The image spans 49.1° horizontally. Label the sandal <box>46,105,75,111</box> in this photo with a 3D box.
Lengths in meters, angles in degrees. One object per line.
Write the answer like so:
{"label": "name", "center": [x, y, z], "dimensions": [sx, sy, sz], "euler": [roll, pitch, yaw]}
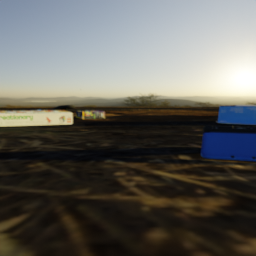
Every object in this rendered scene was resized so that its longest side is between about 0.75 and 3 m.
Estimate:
{"label": "sandal", "center": [-3.817, -0.797, 15.119], "dimensions": [2.380, 0.536, 0.894], "euler": [-13, -7, 25]}

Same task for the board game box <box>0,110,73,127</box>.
{"label": "board game box", "center": [-3.378, -0.364, 9.970], "dimensions": [2.537, 0.439, 1.602], "euler": [-2, 8, -22]}

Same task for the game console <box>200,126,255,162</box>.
{"label": "game console", "center": [1.731, 0.351, 4.247], "dimensions": [1.171, 0.693, 0.999], "euler": [2, -25, 19]}

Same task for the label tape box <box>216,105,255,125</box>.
{"label": "label tape box", "center": [4.189, -0.500, 10.284], "dimensions": [1.516, 0.699, 2.116], "euler": [3, 5, 28]}

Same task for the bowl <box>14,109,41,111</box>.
{"label": "bowl", "center": [-5.269, -0.749, 14.400], "dimensions": [1.646, 0.323, 1.646], "euler": [-2, 9, 0]}

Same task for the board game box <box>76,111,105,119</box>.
{"label": "board game box", "center": [-1.829, -0.635, 13.439], "dimensions": [1.090, 0.374, 1.318], "euler": [-4, 7, -23]}
